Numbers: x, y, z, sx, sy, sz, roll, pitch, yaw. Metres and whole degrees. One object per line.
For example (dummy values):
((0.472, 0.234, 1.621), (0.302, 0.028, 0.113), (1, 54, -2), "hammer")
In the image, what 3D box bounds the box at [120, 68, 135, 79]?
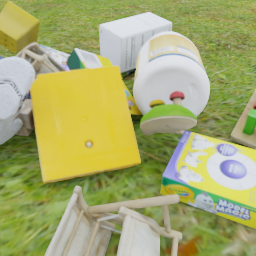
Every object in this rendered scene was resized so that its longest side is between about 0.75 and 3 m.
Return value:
((-0.633, -2.295, 11.124), (1.191, 0.329, 1.486), (29, 45, 34), "box")

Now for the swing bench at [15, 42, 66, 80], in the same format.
((-2.426, -1.500, 8.536), (1.177, 1.805, 1.815), (-41, 40, 10), "swing bench")

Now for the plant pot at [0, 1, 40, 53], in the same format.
((-4.136, -3.519, 10.205), (1.260, 1.260, 1.112), (32, 62, -9), "plant pot")

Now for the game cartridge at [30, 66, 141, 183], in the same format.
((-1.081, -0.166, 6.864), (2.311, 0.425, 2.622), (-9, 75, -13), "game cartridge")

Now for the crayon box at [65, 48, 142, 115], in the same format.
((-0.729, -1.202, 8.387), (1.509, 0.604, 2.377), (2, 51, -52), "crayon box")

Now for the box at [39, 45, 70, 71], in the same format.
((-2.330, -2.217, 9.940), (1.910, 0.373, 1.307), (16, 35, -19), "box")

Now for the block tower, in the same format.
((-2.618, -0.278, 7.962), (2.953, 0.854, 0.798), (7, 37, 7), "block tower")

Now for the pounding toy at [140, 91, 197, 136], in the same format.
((0.932, -0.367, 6.812), (1.310, 1.697, 0.787), (-2, 75, 1), "pounding toy")

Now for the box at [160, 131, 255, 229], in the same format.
((2.360, 1.151, 6.077), (2.918, 0.706, 1.712), (17, 43, 18), "box")

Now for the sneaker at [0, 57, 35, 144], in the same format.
((-3.040, -0.475, 6.575), (1.103, 2.935, 1.687), (41, 14, -7), "sneaker")

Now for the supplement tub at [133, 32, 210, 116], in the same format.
((1.275, -1.679, 8.742), (2.110, 2.110, 2.917), (3, 36, 4), "supplement tub")

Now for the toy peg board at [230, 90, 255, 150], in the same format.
((4.058, -0.296, 7.185), (2.017, 0.987, 2.009), (26, 65, 24), "toy peg board")

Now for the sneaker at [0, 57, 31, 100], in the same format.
((-3.556, -1.345, 8.359), (1.080, 2.773, 0.972), (1, 74, 40), "sneaker")

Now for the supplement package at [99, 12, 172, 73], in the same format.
((0.291, -3.387, 10.971), (2.471, 1.449, 1.444), (-25, 49, -27), "supplement package")

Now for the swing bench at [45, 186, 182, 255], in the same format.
((-0.210, 2.087, 4.404), (1.947, 1.263, 1.937), (0, 36, 16), "swing bench")
